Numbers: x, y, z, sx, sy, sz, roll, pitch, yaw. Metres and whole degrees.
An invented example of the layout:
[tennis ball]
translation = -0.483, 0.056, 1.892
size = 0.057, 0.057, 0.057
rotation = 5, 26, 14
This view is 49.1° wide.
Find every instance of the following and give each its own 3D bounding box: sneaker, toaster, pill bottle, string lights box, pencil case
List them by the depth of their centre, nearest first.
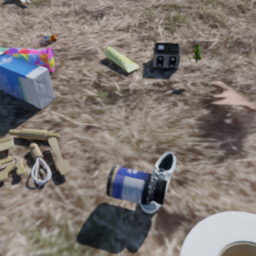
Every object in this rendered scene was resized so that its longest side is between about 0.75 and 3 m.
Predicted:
[pill bottle]
translation = 0.239, 1.558, 7.391
size = 1.505, 0.842, 0.842
rotation = 10, 45, 11
[sneaker]
translation = 0.845, 1.482, 8.038
size = 0.709, 0.687, 1.942
rotation = 15, 51, 16
[string lights box]
translation = -4.311, -1.913, 10.983
size = 2.798, 1.438, 0.825
rotation = 23, 49, 22
[pencil case]
translation = -4.601, -3.024, 12.378
size = 2.646, 1.169, 1.169
rotation = 3, 45, 1
[toaster]
translation = 1.745, -3.380, 12.936
size = 1.228, 0.806, 1.358
rotation = 4, 45, 4

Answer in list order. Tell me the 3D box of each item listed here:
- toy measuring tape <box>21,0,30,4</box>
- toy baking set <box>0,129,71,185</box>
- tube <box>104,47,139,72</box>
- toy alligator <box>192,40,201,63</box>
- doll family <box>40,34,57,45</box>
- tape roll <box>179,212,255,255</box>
[toy measuring tape]
translation = -7.054, -8.886, 18.397
size = 0.959, 0.959, 2.606
rotation = -32, 50, -28
[toy baking set]
translation = -3.094, 0.880, 8.993
size = 2.789, 0.324, 2.140
rotation = 1, 47, 2
[tube]
translation = -0.340, -3.142, 12.975
size = 1.865, 0.484, 0.541
rotation = 41, 96, 28
[toy alligator]
translation = 2.869, -3.201, 11.605
size = 0.340, 0.247, 1.026
rotation = -1, 85, -21
[doll family]
translation = -4.102, -4.635, 14.493
size = 0.915, 0.412, 0.568
rotation = -33, 53, -29
[tape roll]
translation = 2.497, 3.372, 5.865
size = 3.034, 1.061, 3.034
rotation = 0, 44, 0
